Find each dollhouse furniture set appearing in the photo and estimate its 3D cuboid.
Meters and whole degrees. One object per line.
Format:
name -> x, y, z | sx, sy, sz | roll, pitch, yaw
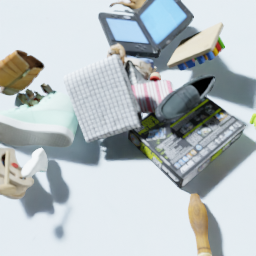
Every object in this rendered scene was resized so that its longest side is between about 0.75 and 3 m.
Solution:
dollhouse furniture set -> -2.726, -0.909, 8.559 | 0.947, 0.488, 0.937 | 23, 57, 40

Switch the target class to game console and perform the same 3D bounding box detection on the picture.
game console -> 0.462, -3.925, 9.913 | 2.488, 1.647, 2.829 | -1, 45, -20

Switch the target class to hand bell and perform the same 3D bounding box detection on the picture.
hand bell -> 1.552, 2.467, 5.741 | 1.341, 1.341, 2.576 | 1, 43, 1

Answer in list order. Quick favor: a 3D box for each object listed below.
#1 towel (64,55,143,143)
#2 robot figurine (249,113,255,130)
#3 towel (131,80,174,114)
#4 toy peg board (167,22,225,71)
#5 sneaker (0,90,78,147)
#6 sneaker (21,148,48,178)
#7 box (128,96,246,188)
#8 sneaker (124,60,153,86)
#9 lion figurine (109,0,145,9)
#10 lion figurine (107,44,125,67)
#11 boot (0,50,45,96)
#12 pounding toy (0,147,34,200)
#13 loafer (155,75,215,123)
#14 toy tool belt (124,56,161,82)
towel -> -0.613, -0.751, 7.429 | 1.599, 0.826, 1.931 | -20, 98, 8
robot figurine -> 3.644, -0.113, 7.358 | 0.824, 0.543, 0.939 | 40, 24, 31
towel -> 0.691, -0.851, 7.954 | 1.281, 0.192, 0.937 | -8, 66, -2
toy peg board -> 2.283, -2.385, 8.897 | 1.528, 0.747, 1.522 | -15, 35, 44
sneaker -> -2.683, -0.367, 7.875 | 2.735, 1.007, 1.613 | 8, 50, 5
sneaker -> -2.233, 0.959, 6.957 | 0.418, 0.492, 1.111 | -21, 22, 14
box -> 1.606, 0.117, 7.739 | 2.541, 0.563, 2.036 | -34, 60, -23
sneaker -> 0.384, -1.464, 8.555 | 0.766, 0.497, 1.326 | -11, 80, -23
lion figurine -> 0.494, -5.757, 12.127 | 1.570, 0.929, 2.564 | 32, 73, 13
lion figurine -> -0.310, -1.593, 8.403 | 0.998, 0.590, 1.629 | -23, 94, 22
boot -> -3.599, -1.638, 7.783 | 1.675, 2.165, 0.798 | -27, 73, 31
pounding toy -> -2.683, 0.990, 6.606 | 0.974, 0.971, 1.698 | -50, 43, 11
loafer -> 1.551, -0.845, 7.483 | 2.086, 0.732, 0.708 | -36, 87, -28
toy tool belt -> 0.459, -1.951, 9.103 | 1.443, 0.901, 0.887 | 14, 59, 16
